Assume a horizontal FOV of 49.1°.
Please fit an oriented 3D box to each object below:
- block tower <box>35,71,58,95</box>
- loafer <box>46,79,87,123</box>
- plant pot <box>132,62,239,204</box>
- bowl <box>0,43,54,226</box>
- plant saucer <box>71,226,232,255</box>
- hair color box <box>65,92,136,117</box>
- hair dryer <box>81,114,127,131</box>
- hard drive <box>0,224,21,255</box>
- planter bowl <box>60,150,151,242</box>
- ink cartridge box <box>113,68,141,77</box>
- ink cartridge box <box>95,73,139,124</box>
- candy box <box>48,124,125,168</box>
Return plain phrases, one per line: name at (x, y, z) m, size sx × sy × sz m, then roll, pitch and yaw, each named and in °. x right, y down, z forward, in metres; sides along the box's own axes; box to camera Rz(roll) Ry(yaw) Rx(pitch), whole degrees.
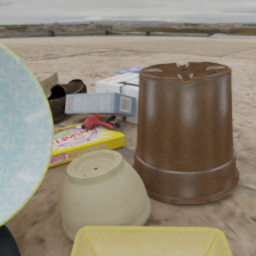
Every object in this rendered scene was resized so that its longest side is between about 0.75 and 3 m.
block tower at (-3.902, -2.095, 13.020) m, size 0.705 × 0.755 × 2.612 m, roll 0°, pitch 23°, yaw 1°
loafer at (-2.190, -1.168, 9.812) m, size 0.928 × 0.907 × 2.542 m, roll 1°, pitch 35°, yaw 17°
plant pot at (1.124, -0.085, 5.779) m, size 2.331 × 2.308 × 2.331 m, roll -4°, pitch 21°, yaw 2°
bowl at (-2.743, 0.143, 3.956) m, size 2.943 × 2.943 × 1.584 m, roll -18°, pitch -1°, yaw -37°
plant saucer at (0.287, 2.017, 3.141) m, size 2.048 × 0.496 × 2.048 m, roll 1°, pitch 23°, yaw 1°
hair color box at (-0.893, -0.700, 8.766) m, size 2.084 × 0.632 × 1.032 m, roll 3°, pitch -2°, yaw 38°
hair dryer at (-0.721, -0.156, 7.712) m, size 1.235 × 0.335 × 0.940 m, roll -10°, pitch 21°, yaw -24°
hard drive at (-2.479, 2.051, 2.950) m, size 2.771 × 0.586 × 1.869 m, roll -14°, pitch 26°, yaw -31°
planter bowl at (-0.447, 1.002, 4.647) m, size 1.521 × 1.024 × 1.521 m, roll -9°, pitch 21°, yaw 3°
ink cartridge box at (0.165, -2.001, 12.270) m, size 1.615 × 1.102 × 0.617 m, roll -17°, pitch 27°, yaw -35°
ink cartridge box at (0.585, -1.020, 9.703) m, size 2.894 × 1.212 × 2.088 m, roll 15°, pitch 26°, yaw 32°
candy box at (-1.707, 0.420, 7.250) m, size 2.956 × 0.390 × 1.511 m, roll -14°, pitch 27°, yaw -31°
